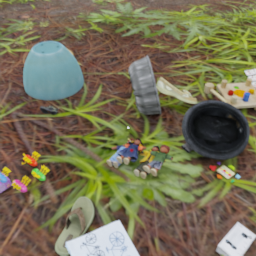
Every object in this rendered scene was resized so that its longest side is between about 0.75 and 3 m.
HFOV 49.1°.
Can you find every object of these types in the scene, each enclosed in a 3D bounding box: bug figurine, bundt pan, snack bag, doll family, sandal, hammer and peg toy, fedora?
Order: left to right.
[{"bbox_3d":[-3.597,1.542,9.477,1.380,0.458,1.779,33,37,21],"label":"bug figurine"},{"bbox_3d":[-1.507,2.783,8.138,0.732,0.526,1.843,10,42,11],"label":"sandal"},{"bbox_3d":[-0.620,3.469,7.510,1.740,0.186,1.641,-15,44,-25],"label":"snack bag"},{"bbox_3d":[0.400,0.938,9.940,2.506,0.983,1.449,19,50,25],"label":"doll family"},{"bbox_3d":[0.661,-1.674,11.848,0.960,2.557,2.557,-13,42,3],"label":"bundt pan"},{"bbox_3d":[3.167,0.153,10.439,2.410,1.100,2.410,-1,76,3],"label":"fedora"},{"bbox_3d":[4.750,-1.424,12.681,2.422,0.854,1.782,-5,43,-6],"label":"hammer and peg toy"}]

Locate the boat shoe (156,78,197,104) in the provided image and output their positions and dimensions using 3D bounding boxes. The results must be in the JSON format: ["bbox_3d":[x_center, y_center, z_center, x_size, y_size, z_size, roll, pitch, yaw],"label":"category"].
[{"bbox_3d":[2.181,-1.579,12.292,1.997,0.628,0.728,20,9,-8],"label":"boat shoe"}]

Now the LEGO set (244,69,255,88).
[{"bbox_3d":[7.301,-2.563,14.427,2.118,0.520,1.582,-9,41,7],"label":"LEGO set"}]

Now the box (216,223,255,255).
[{"bbox_3d":[3.007,3.220,7.805,1.046,0.314,0.610,-32,51,-32],"label":"box"}]

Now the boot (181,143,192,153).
[{"bbox_3d":[2.452,0.805,10.637,0.518,0.275,0.787,-36,46,-25],"label":"boot"}]

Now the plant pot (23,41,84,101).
[{"bbox_3d":[-3.732,-2.985,13.591,2.945,1.983,2.945,0,42,0],"label":"plant pot"}]

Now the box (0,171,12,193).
[{"bbox_3d":[-4.944,1.994,9.161,1.212,0.346,1.771,29,49,29],"label":"box"}]

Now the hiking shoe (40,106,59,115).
[{"bbox_3d":[-3.502,-0.817,12.425,0.802,0.304,0.404,17,39,3],"label":"hiking shoe"}]

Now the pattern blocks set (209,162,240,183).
[{"bbox_3d":[3.425,1.560,9.867,0.811,0.075,0.922,-19,45,-21],"label":"pattern blocks set"}]
